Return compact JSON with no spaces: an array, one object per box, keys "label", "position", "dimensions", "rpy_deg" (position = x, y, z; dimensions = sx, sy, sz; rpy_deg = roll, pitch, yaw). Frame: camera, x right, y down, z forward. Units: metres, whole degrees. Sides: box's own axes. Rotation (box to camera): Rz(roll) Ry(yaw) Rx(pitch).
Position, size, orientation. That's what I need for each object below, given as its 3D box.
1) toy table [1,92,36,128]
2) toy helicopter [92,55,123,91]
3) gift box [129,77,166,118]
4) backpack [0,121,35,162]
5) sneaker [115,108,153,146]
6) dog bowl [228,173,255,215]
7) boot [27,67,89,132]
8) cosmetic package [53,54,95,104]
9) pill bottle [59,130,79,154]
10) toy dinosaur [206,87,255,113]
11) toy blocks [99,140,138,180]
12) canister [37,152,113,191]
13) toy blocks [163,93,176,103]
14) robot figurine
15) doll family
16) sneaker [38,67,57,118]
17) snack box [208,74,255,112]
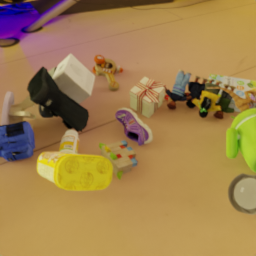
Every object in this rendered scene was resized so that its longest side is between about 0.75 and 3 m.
[{"label":"toy table","position":[-4.094,-0.467,10.550],"dimensions":[0.998,1.705,1.567],"rpy_deg":[4,8,-10]},{"label":"toy helicopter","position":[-0.800,-2.563,13.402],"dimensions":[1.441,0.860,2.179],"rpy_deg":[-6,53,-20]},{"label":"gift box","position":[0.851,-1.258,11.314],"dimensions":[1.266,1.183,1.169],"rpy_deg":[28,61,20]},{"label":"backpack","position":[-4.046,0.498,9.583],"dimensions":[1.473,1.197,1.236],"rpy_deg":[-9,63,-11]},{"label":"sneaker","position":[0.076,-0.056,10.484],"dimensions":[0.804,0.777,1.928],"rpy_deg":[-27,49,-27]},{"label":"dog bowl","position":[3.434,1.860,7.843],"dimensions":[1.190,0.349,1.190],"rpy_deg":[-24,52,35]},{"label":"boot","position":[-2.664,-1.063,10.798],"dimensions":[1.023,2.251,2.679],"rpy_deg":[-45,34,8]},{"label":"cosmetic package","position":[-2.328,-2.057,12.014],"dimensions":[0.926,1.506,1.502],"rpy_deg":[-32,33,29]},{"label":"pill bottle","position":[-2.067,0.612,9.878],"dimensions":[0.619,0.619,1.114],"rpy_deg":[0,43,0]},{"label":"toy dinosaur","position":[4.307,-0.993,10.686],"dimensions":[1.285,0.731,2.419],"rpy_deg":[-33,84,-23]},{"label":"toy blocks","position":[-0.206,0.985,9.515],"dimensions":[1.024,0.749,1.498],"rpy_deg":[-13,42,-30]},{"label":"canister","position":[-1.640,1.179,8.108],"dimensions":[1.569,0.915,2.113],"rpy_deg":[7,-4,-32]},{"label":"toy blocks","position":[1.866,-1.425,12.328],"dimensions":[0.818,0.297,0.682],"rpy_deg":[23,46,31]},{"label":"robot figurine","position":[4.490,0.436,9.366],"dimensions":[2.385,1.573,2.719],"rpy_deg":[-3,43,-9]},{"label":"doll family","position":[2.845,-1.244,11.430],"dimensions":[2.921,1.688,1.146],"rpy_deg":[25,10,33]},{"label":"sneaker","position":[-3.466,-1.355,11.952],"dimensions":[1.199,1.078,2.779],"rpy_deg":[-18,44,16]},{"label":"snack box","position":[4.632,-1.470,12.123],"dimensions":[2.431,0.644,1.729],"rpy_deg":[12,44,13]}]
